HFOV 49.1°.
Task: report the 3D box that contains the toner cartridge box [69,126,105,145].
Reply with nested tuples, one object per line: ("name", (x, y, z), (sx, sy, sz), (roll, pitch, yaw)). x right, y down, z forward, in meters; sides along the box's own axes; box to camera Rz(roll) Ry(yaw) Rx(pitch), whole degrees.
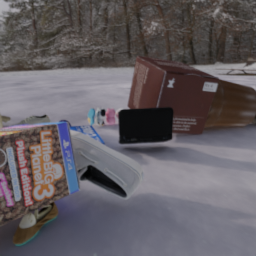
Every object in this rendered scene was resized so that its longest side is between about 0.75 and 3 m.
("toner cartridge box", (-1.500, 0.429, 8.975), (1.103, 0.501, 2.321), (-4, 15, -17))

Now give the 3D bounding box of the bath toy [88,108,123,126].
("bath toy", (-0.830, -0.445, 12.192), (1.790, 0.778, 0.662), (-4, 48, -29))

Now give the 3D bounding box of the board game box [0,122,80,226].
("board game box", (-2.675, 0.819, 4.908), (2.204, 1.339, 2.765), (-2, 9, 43))

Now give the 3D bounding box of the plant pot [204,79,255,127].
("plant pot", (3.930, -0.997, 11.695), (2.263, 2.286, 2.286), (6, 13, -12))

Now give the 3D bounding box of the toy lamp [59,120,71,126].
("toy lamp", (-2.641, 0.211, 9.669), (0.642, 0.642, 2.206), (2, 13, 8))

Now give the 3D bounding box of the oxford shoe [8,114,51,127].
("oxford shoe", (-4.068, -0.216, 11.498), (1.794, 0.518, 0.675), (-15, 22, -33))

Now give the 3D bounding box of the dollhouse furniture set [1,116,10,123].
("dollhouse furniture set", (-5.453, -0.578, 11.732), (0.957, 0.480, 0.627), (15, -17, -42))

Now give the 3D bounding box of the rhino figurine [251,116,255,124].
("rhino figurine", (5.609, -0.499, 12.122), (1.039, 0.711, 2.376), (18, 8, -22))

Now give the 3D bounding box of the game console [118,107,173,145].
("game console", (0.501, -0.021, 8.629), (1.616, 0.940, 1.421), (-2, -7, -3))

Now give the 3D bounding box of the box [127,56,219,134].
("box", (1.584, -1.345, 11.038), (2.279, 2.256, 2.747), (3, 23, -22))

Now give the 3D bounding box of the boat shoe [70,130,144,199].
("boat shoe", (-0.848, 0.790, 5.873), (2.318, 0.835, 0.794), (27, 42, 10))

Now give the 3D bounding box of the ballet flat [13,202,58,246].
("ballet flat", (-1.571, 1.555, 4.784), (0.350, 0.373, 1.032), (4, 15, 26))

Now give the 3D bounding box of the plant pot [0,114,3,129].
("plant pot", (-6.548, -0.886, 10.588), (2.538, 2.772, 2.772), (-22, 23, -29))
